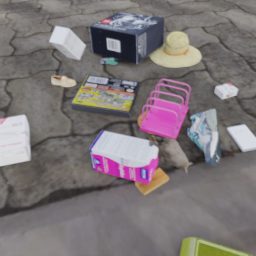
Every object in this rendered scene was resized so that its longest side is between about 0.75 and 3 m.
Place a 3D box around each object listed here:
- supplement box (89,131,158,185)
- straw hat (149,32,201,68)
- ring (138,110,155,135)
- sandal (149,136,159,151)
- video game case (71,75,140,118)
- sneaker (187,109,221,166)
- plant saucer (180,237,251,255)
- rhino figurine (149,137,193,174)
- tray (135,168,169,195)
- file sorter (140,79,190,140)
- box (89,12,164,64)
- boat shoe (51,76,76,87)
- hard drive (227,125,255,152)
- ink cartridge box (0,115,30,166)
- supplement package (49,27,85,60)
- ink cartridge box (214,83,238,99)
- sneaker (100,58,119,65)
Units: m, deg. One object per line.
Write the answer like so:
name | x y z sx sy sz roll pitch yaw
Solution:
supplement box | -0.111 0.948 9.218 2.012 1.018 1.040 10 40 18
straw hat | 2.584 -4.416 14.926 2.873 1.216 2.873 0 43 0
ring | 1.118 -0.221 11.255 1.464 0.140 1.464 1 43 0
sandal | 0.914 0.659 10.231 0.456 0.307 1.136 7 29 2
video game case | -0.925 -1.458 12.427 2.561 0.327 2.314 9 44 8
sneaker | 2.741 0.395 10.196 1.122 1.008 2.598 -7 38 18
plant saucer | 2.190 3.460 6.618 1.986 0.476 1.989 13 24 14
rhino figurine | 0.786 0.489 4.749 0.448 1.024 0.306 7 59 44
tray | 0.775 1.737 9.135 1.021 0.189 0.504 -26 49 -24
file sorter | 1.495 -0.817 10.875 1.416 1.278 2.038 16 45 16
box | -0.029 -4.906 14.945 2.986 1.554 2.719 21 44 28
boat shoe | -3.058 -2.221 13.168 1.193 0.413 0.440 6 44 6
hard drive | 4.378 0.377 10.595 0.778 0.155 1.180 -10 44 -10
ink cartridge box | -4.254 0.448 10.096 1.276 0.743 1.752 -11 43 -12
supplement package | -2.337 -3.275 10.886 0.674 1.231 0.700 19 83 25
ink cartridge box | 4.402 -1.652 12.619 0.808 0.335 0.593 -16 46 -17
sneaker | -0.954 -3.531 14.617 0.975 0.363 0.427 4 38 5
